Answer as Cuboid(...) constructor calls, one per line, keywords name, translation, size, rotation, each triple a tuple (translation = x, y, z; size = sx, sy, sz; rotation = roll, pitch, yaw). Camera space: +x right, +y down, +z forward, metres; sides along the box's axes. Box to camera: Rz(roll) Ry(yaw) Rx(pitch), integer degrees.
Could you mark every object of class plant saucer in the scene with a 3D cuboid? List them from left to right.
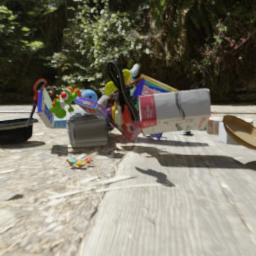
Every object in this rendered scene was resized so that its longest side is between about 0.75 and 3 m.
Cuboid(name="plant saucer", translation=(3.703, 0.199, 8.960), size=(1.719, 0.304, 1.719), rotation=(20, 30, -12))

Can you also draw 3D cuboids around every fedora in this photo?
Cuboid(name="fedora", translation=(-4.964, 0.162, 12.206), size=(2.148, 0.981, 2.148), rotation=(-4, 10, 1))

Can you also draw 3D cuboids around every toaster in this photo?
Cuboid(name="toaster", translation=(-1.708, -0.014, 11.802), size=(1.662, 1.462, 2.573), rotation=(-8, 17, -15))

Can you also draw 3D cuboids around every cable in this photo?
Cuboid(name="cable", translation=(-0.209, -0.862, 8.086), size=(0.526, 2.088, 1.014), rotation=(-33, 37, -29))

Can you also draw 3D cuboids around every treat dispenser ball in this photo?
Cuboid(name="treat dispenser ball", translation=(-1.712, -1.243, 12.059), size=(0.764, 0.764, 0.764), rotation=(0, 8, 0))

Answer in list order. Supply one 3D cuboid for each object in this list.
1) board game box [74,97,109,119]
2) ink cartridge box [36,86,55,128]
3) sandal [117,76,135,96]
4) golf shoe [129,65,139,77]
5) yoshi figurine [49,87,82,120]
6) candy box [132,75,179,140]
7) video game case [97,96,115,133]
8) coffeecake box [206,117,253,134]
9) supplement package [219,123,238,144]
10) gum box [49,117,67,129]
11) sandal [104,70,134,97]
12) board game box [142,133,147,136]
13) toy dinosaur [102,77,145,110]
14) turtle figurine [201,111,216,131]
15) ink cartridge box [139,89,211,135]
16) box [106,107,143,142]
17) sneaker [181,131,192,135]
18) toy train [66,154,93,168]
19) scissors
Cuboid(name="board game box", translation=(-1.398, -0.768, 10.633), size=(1.161, 0.260, 0.780), rotation=(19, -17, 39))
Cuboid(name="ink cartridge box", translation=(-3.346, -0.781, 11.321), size=(0.375, 0.957, 2.021), rotation=(1, -22, -3))
Cuboid(name="sandal", translation=(-0.137, -2.265, 13.849), size=(1.150, 0.860, 3.001), rotation=(39, 30, -15))
Cuboid(name="golf shoe", translation=(0.115, -2.677, 13.837), size=(0.600, 1.235, 0.483), rotation=(27, -16, -15))
Cuboid(name="yoshi figurine", translation=(-2.507, -0.911, 11.116), size=(0.872, 0.869, 1.552), rotation=(-35, 15, 47))
Cuboid(name="candy box", translation=(1.070, -0.933, 12.823), size=(1.994, 2.358, 0.908), rotation=(25, 5, 7))
Cuboid(name="video game case", translation=(-1.036, -0.595, 13.898), size=(2.112, 0.275, 2.320), rotation=(10, -42, -43))
Cuboid(name="coffeecake box", translation=(5.437, -0.099, 14.933), size=(2.165, 0.791, 1.662), rotation=(4, 8, 26))
Cuboid(name="supplement package", translation=(4.703, 0.214, 12.343), size=(1.116, 0.847, 0.840), rotation=(-1, 8, -4))
Cuboid(name="gum box", translation=(-3.807, -0.399, 18.078), size=(2.459, 0.548, 2.089), rotation=(-2, 8, -13))
Cuboid(name="sandal", translation=(-0.336, -1.833, 12.064), size=(1.663, 0.661, 0.724), rotation=(-30, -14, 32))
Cuboid(name="board game box", translation=(1.000, -0.333, 14.098), size=(0.870, 1.295, 0.290), rotation=(-14, 1, 14))
Cuboid(name="toy dinosaur", translation=(-0.205, -1.393, 11.083), size=(0.979, 1.916, 1.300), rotation=(28, 12, -26))
Cuboid(name="turtle figurine", translation=(4.489, -0.495, 16.942), size=(1.777, 1.195, 2.374), rotation=(4, 14, 27))
Cuboid(name="ink cartridge box", translation=(1.575, -0.507, 9.672), size=(2.282, 0.945, 1.672), rotation=(-5, -17, 5))
Cuboid(name="box", translation=(-0.141, -0.275, 11.559), size=(0.758, 0.726, 1.521), rotation=(-35, 63, -22))
Cuboid(name="sneaker", translation=(3.004, 0.040, 14.647), size=(0.531, 0.591, 1.369), rotation=(0, 8, 2))
Cuboid(name="toy train", translation=(-1.466, 1.025, 8.419), size=(0.777, 0.216, 0.584), rotation=(9, 21, 3))
Cuboid(name="scissors", translation=(-3.868, -1.077, 11.580), size=(0.812, 2.221, 0.155), rotation=(38, -31, -20))
